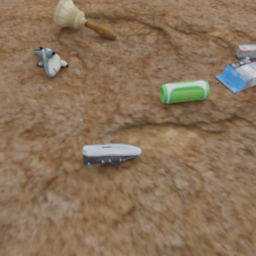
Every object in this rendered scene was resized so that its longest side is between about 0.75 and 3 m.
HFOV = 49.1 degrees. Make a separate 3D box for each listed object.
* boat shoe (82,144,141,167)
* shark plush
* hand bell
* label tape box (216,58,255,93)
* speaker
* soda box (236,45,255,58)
[{"bbox_3d":[-0.481,0.874,8.386,1.861,0.617,0.651,0,15,-31],"label":"boat shoe"},{"bbox_3d":[-3.561,-2.942,11.831,2.197,0.998,0.915,39,89,25],"label":"shark plush"},{"bbox_3d":[-1.896,-4.987,13.521,2.967,1.545,1.545,27,52,7],"label":"hand bell"},{"bbox_3d":[4.525,-2.132,11.193,1.591,0.526,1.140,-20,51,-19],"label":"label tape box"},{"bbox_3d":[2.071,-1.316,10.307,1.691,0.748,0.748,-7,48,-5],"label":"speaker"},{"bbox_3d":[5.519,-3.373,12.381,1.335,0.424,0.456,0,47,-2],"label":"soda box"}]
